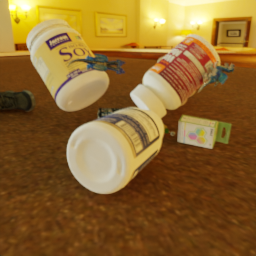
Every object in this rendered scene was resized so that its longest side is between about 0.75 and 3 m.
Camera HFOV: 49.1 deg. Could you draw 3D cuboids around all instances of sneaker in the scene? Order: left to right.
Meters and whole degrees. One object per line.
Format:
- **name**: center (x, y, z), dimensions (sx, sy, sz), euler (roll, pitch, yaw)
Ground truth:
- **sneaker**: center (-4.909, -1.055, 11.581), dimensions (2.397, 0.916, 1.373), euler (11, 24, 36)

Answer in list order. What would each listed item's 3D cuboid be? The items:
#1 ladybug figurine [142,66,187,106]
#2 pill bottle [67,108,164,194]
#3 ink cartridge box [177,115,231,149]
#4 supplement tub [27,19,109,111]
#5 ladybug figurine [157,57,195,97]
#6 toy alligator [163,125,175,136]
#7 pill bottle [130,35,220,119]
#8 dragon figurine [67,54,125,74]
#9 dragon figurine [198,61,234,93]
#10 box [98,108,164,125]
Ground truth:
- **ladybug figurine**: center (1.556, -1.699, 11.222), dimensions (1.803, 0.955, 2.656), euler (15, -16, 22)
- **pill bottle**: center (-0.080, 0.335, 6.644), dimensions (1.492, 1.492, 2.687), euler (9, 17, 24)
- **ink cartridge box**: center (2.196, 0.148, 8.194), dimensions (1.427, 0.741, 0.423), euler (12, 37, 22)
- **supplement tub**: center (-2.248, -2.293, 10.303), dimensions (2.094, 2.094, 2.880), euler (-20, 72, -45)
- **ladybug figurine**: center (2.134, -2.293, 13.029), dimensions (1.686, 0.893, 2.484), euler (-11, 61, -27)
- **toy alligator**: center (1.061, 0.048, 8.708), dimensions (0.938, 0.311, 0.225), euler (22, 20, -35)
- **pill bottle**: center (1.360, -1.438, 8.320), dimensions (2.540, 1.391, 1.391), euler (-43, 29, -5)
- **dragon figurine**: center (-0.820, -1.778, 7.698), dimensions (1.532, 0.451, 0.762), euler (4, 8, -32)
- **dragon figurine**: center (2.450, -1.379, 7.667), dimensions (0.638, 1.283, 0.378), euler (35, -16, -16)
- **box**: center (0.019, -0.225, 9.706), dimensions (2.155, 0.496, 1.713), euler (1, 20, -6)
